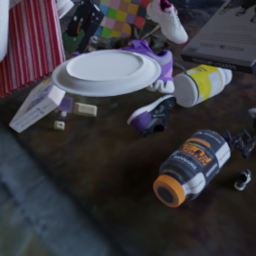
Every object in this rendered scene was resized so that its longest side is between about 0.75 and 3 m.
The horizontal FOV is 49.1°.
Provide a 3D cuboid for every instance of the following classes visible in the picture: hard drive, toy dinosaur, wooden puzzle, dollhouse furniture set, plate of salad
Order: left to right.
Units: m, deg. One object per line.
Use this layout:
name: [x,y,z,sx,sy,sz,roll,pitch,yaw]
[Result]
dollhouse furniture set: [-1.844,-0.380,9.589,1.349,1.069,0.957,9,-8,-25]
hard drive: [-1.454,-3.067,8.700,0.323,1.708,1.193,11,36,-44]
plate of salad: [-0.244,-0.603,3.202,1.227,0.295,1.227,-3,35,2]
wooden puzzle: [-0.211,-3.632,9.086,1.557,2.625,0.184,17,14,0]
toy dinosaur: [0.283,-1.955,7.653,2.681,1.371,1.032,27,16,-6]

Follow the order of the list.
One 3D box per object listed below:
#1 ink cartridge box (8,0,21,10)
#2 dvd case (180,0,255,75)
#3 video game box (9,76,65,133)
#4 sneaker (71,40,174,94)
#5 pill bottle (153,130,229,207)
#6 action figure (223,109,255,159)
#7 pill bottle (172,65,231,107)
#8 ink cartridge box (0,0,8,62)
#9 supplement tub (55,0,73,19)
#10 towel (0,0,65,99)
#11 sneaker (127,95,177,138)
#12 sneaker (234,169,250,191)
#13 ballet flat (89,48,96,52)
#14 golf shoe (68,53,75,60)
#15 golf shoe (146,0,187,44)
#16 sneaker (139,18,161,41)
ink cartridge box: [-2.992,-3.660,8.266,1.592,2.185,0.905,-15,66,-28]
dvd case: [2.660,-2.346,6.219,2.615,0.323,1.965,-49,39,-9]
video game box: [-2.793,-1.017,9.261,1.915,0.492,2.102,-31,30,28]
sneaker: [-0.026,-1.157,4.894,1.890,0.835,0.760,6,17,-16]
pill bottle: [1.557,1.028,7.030,1.139,1.139,2.144,29,48,31]
action figure: [3.954,0.115,8.227,2.138,1.091,1.271,-19,32,-19]
pill bottle: [2.717,-1.654,10.240,2.185,1.224,1.224,-26,46,-28]
ink cartridge box: [-2.783,-1.440,5.074,0.469,1.589,1.985,21,50,-11]
supplement tub: [-1.959,-3.416,7.329,0.648,0.923,0.648,-37,21,17]
towel: [-2.506,-1.789,6.362,2.668,1.930,0.300,-15,-8,30]
sneaker: [0.992,-0.313,9.160,2.164,0.819,0.947,-30,70,-35]
sneaker: [3.048,1.287,7.335,0.257,0.350,0.774,27,46,28]
ballet flat: [-0.785,-3.731,13.143,2.448,0.878,0.878,21,44,25]
golf shoe: [-1.370,-1.642,7.988,0.431,1.101,0.535,16,37,30]
golf shoe: [0.818,-2.103,5.493,1.046,0.479,0.394,44,67,-8]
sneaker: [0.625,-3.037,8.341,1.121,0.503,0.376,-28,5,32]
